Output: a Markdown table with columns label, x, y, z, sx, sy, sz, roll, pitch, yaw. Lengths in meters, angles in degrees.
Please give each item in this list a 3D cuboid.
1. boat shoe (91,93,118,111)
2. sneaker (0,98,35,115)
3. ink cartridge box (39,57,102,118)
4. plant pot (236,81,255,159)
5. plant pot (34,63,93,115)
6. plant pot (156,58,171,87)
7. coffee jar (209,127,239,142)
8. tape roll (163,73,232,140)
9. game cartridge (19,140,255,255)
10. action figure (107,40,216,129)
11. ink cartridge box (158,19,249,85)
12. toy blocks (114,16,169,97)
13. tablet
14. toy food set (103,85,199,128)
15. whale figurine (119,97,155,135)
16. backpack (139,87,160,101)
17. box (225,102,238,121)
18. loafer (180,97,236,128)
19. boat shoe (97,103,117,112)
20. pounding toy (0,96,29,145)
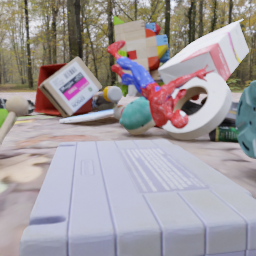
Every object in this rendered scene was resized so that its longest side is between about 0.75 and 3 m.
| label | x | y | z | sx | sy | sz | roll | pitch | yaw |
| --- | --- | --- | --- | --- | --- | --- | --- | --- | --- |
| boat shoe | -1.669 | -1.176 | 13.549 | 2.459 | 0.888 | 0.890 | -6 | 10 | 28 |
| sneaker | -4.878 | -0.734 | 11.324 | 2.092 | 0.806 | 0.888 | 1 | -7 | -39 |
| ink cartridge box | -2.127 | -1.524 | 10.525 | 1.831 | 1.508 | 0.688 | -47 | 16 | -26 |
| plant pot | 2.313 | -0.096 | 3.737 | 1.376 | 1.405 | 1.405 | 2 | 9 | -4 |
| plant pot | -2.648 | -1.524 | 12.254 | 2.070 | 2.069 | 1.825 | 7 | -1 | 43 |
| plant pot | 0.809 | -2.478 | 11.958 | 1.535 | 1.669 | 1.669 | 30 | 20 | 21 |
| coffee jar | 2.248 | 0.149 | 6.427 | 0.762 | 0.325 | 0.397 | 2 | 9 | 12 |
| tape roll | 1.579 | -0.563 | 6.811 | 1.841 | 1.841 | 0.336 | 11 | -25 | 49 |
| game cartridge | 0.028 | 0.613 | 3.107 | 1.809 | 0.536 | 2.791 | 3 | 8 | -9 |
| action figure | 0.726 | -1.084 | 6.161 | 1.469 | 0.968 | 2.967 | -24 | 47 | -8 |
| ink cartridge box | 2.443 | -2.146 | 8.455 | 1.728 | 1.001 | 2.967 | -12 | 24 | 46 |
| toy blocks | 0.571 | -2.526 | 9.390 | 1.830 | 2.677 | 1.338 | -7 | -9 | 12 |
| tablet | -0.970 | -0.457 | 9.931 | 1.660 | 0.174 | 2.551 | -4 | 7 | 36 |
| toy food set | 0.724 | -0.724 | 8.605 | 2.792 | 1.333 | 1.256 | 1 | 8 | -27 |
| whale figurine | 0.232 | -0.467 | 7.225 | 1.144 | 0.746 | 1.438 | -27 | 29 | 11 |
| backpack | 0.843 | -0.968 | 9.870 | 1.058 | 1.159 | 0.780 | 29 | 60 | 24 |
| box | 3.393 | -0.263 | 7.270 | 1.865 | 0.451 | 1.477 | 12 | 5 | -18 |
| loafer | 2.481 | -0.483 | 8.328 | 2.703 | 0.977 | 0.984 | -4 | 9 | -28 |
| boat shoe | -0.921 | -0.858 | 12.860 | 1.146 | 0.412 | 0.390 | -2 | -24 | 42 |
| pounding toy | -2.297 | -0.048 | 4.339 | 1.463 | 0.679 | 1.129 | -18 | 37 | 43 |
